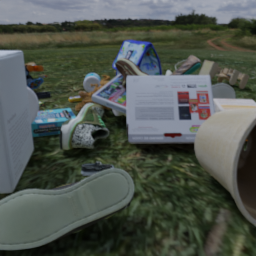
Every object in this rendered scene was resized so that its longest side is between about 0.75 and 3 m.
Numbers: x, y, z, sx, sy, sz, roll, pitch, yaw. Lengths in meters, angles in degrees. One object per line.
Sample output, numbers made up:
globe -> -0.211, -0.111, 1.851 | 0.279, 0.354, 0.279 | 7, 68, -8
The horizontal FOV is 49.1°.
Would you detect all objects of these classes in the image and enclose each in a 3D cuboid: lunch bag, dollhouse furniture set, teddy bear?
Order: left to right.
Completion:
teddy bear -> -1.400, -0.844, 11.265 | 1.534, 0.706, 2.115 | -2, 13, -14
lunch bag -> 0.425, -2.714, 13.311 | 1.726, 2.709, 2.303 | -10, 23, -27
dollhouse furniture set -> 5.347, -2.840, 16.457 | 2.289, 1.490, 2.103 | 15, 13, -24

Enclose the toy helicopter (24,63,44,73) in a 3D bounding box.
toy helicopter -> -6.730, -3.594, 18.291 | 1.915, 1.142, 2.896 | -9, 33, 5

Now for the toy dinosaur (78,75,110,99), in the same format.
toy dinosaur -> -0.854, -1.955, 12.965 | 2.973, 0.898, 1.579 | -23, 23, 22

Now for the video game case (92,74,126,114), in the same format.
video game case -> 0.293, -1.269, 10.495 | 2.326, 0.293, 2.553 | 22, 41, 17

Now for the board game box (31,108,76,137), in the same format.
board game box -> -2.806, -0.184, 9.550 | 1.934, 0.454, 1.460 | -7, 21, -19

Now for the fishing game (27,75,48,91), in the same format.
fishing game -> -4.626, -2.167, 14.005 | 1.326, 0.206, 0.949 | -39, -10, 21

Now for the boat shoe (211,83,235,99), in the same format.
boat shoe -> 3.254, -1.171, 11.309 | 2.832, 1.060, 0.876 | -13, 3, -35

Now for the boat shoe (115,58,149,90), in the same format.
boat shoe -> 0.087, -1.822, 10.260 | 0.848, 0.846, 2.291 | -39, 50, -12

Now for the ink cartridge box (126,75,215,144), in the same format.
ink cartridge box -> 1.231, -0.389, 8.562 | 2.577, 2.262, 1.080 | 0, -25, 1

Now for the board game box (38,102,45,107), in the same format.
board game box -> -4.260, -0.908, 12.084 | 0.693, 0.155, 1.323 | 4, 20, 17

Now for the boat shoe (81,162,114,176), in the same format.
boat shoe -> -0.718, 0.945, 6.642 | 0.796, 0.282, 0.287 | -7, 20, -21

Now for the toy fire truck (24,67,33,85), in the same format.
toy fire truck -> -6.218, -2.533, 14.469 | 2.132, 1.877, 1.372 | -34, 74, -14

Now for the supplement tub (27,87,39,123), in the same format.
supplement tub -> -3.719, -0.756, 8.543 | 1.806, 1.306, 1.306 | 16, 25, 41

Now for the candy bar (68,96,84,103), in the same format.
candy bar -> -2.023, -1.445, 13.497 | 1.791, 0.199, 0.447 | -12, 20, -29

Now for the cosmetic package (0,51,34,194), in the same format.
cosmetic package -> -3.594, -0.245, 6.225 | 2.322, 2.775, 2.308 | -1, 19, -6

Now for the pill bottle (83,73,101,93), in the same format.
pill bottle -> -1.960, -2.490, 15.360 | 0.912, 0.912, 1.646 | -2, 20, -5

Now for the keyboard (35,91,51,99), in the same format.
keyboard -> -5.131, -1.637, 13.561 | 2.765, 0.548, 1.439 | -12, 23, -28

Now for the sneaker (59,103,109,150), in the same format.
sneaker -> -1.077, 0.048, 8.538 | 1.147, 0.995, 2.588 | 16, 28, 9

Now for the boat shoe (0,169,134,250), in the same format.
boat shoe -> -1.111, 1.402, 4.681 | 2.516, 0.897, 0.757 | -15, -23, -7

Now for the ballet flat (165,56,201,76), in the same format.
ballet flat -> 2.397, -2.630, 13.757 | 2.455, 0.826, 0.836 | -36, -23, 11

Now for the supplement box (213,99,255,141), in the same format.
supplement box -> 3.657, -0.309, 9.323 | 1.437, 0.838, 2.280 | 3, 20, 8

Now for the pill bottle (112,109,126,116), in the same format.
pill bottle -> 0.145, -0.906, 10.942 | 1.457, 0.872, 0.872 | -13, 23, -26

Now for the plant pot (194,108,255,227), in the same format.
plant pot -> 2.473, 0.488, 5.519 | 2.309, 2.309, 2.114 | -4, 9, -12
